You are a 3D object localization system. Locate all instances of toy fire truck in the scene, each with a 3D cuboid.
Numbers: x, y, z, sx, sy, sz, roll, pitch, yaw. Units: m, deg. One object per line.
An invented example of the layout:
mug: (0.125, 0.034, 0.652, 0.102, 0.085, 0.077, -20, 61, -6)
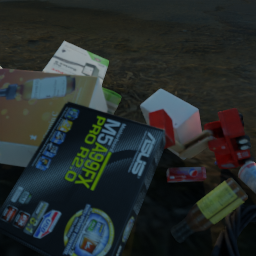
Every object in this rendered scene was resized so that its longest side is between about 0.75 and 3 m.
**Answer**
toy fire truck: (1.633, 0.310, 6.009, 1.766, 2.505, 0.611, -16, 57, 21)

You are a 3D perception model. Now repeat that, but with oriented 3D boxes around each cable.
cable: (2.322, 2.062, 4.539, 1.679, 0.523, 2.057, 21, 38, 27)

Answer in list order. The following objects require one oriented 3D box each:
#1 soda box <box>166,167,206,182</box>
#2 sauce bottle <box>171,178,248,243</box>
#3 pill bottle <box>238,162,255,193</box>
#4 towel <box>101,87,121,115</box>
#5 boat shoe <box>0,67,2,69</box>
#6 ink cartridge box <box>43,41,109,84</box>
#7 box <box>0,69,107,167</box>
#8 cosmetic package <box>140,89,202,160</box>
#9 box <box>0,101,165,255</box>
soda box: (1.297, 1.044, 6.256, 0.833, 0.292, 0.264, -2, 65, -2)
sauce bottle: (1.363, 1.450, 4.850, 1.426, 0.471, 0.471, -40, 34, 11)
pill bottle: (2.774, 1.142, 5.872, 0.467, 0.467, 0.858, -13, 37, -20)
towel: (-0.880, -0.648, 7.528, 1.103, 1.478, 0.227, 23, 54, -10)
boat shoe: (-3.545, -1.249, 8.071, 0.768, 2.089, 0.697, -24, 39, 0)
ink cartridge box: (-1.710, -1.656, 9.135, 1.718, 0.992, 2.361, 22, 36, -11)
box: (-1.985, -0.152, 6.533, 2.546, 1.354, 1.939, 6, 61, 9)
cosmetic package: (1.103, -0.105, 6.978, 0.773, 1.258, 1.254, -41, 49, -13)
box: (-0.711, 0.888, 4.652, 1.977, 0.546, 2.468, 17, 66, 20)
